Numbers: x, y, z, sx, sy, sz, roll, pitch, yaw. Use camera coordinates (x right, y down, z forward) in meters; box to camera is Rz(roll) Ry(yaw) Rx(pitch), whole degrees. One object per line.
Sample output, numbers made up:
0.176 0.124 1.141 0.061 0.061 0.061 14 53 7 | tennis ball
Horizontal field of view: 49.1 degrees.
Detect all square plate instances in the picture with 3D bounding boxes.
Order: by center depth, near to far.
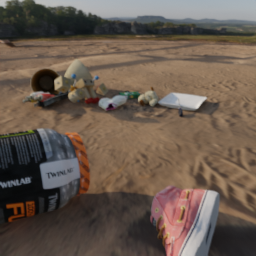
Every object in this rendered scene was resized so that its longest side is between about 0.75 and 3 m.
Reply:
2.403 -1.138 12.285 1.707 0.245 1.724 11 25 26 | square plate

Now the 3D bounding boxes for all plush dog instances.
0.823 -1.317 12.282 0.822 0.768 0.957 -20 19 15 | plush dog

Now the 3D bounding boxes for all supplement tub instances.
-2.269 0.941 5.486 2.775 1.701 1.701 -10 25 -25 | supplement tub

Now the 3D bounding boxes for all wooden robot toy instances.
-2.189 -1.519 12.334 1.308 1.270 2.882 -23 -6 33 | wooden robot toy

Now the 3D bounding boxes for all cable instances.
-3.180 -1.477 12.363 1.312 0.680 2.702 -1 19 39 | cable

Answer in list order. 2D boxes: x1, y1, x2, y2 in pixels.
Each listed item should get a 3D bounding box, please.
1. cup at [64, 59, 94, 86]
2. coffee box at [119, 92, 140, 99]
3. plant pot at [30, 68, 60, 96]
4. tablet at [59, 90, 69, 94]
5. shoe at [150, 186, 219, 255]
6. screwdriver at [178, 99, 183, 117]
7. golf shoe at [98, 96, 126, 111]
-2.564 -2.513 14.040 1.063 1.486 1.486 -39 35 -12 | cup
0.072 -1.538 13.260 0.936 0.206 0.576 -6 22 -13 | coffee box
-3.880 -2.113 13.272 1.386 1.386 1.487 -7 13 -16 | plant pot
-3.566 -1.876 14.179 1.592 0.109 1.036 10 25 22 | tablet
0.782 1.797 4.657 1.028 0.807 2.260 5 29 28 | shoe
2.119 -0.837 11.368 0.186 0.179 1.280 17 37 -2 | screwdriver
-0.573 -1.004 11.820 1.313 0.495 0.601 -16 43 -29 | golf shoe
